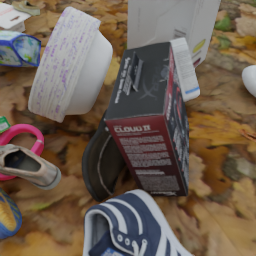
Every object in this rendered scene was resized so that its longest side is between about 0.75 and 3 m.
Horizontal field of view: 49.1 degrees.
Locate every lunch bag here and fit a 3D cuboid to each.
[{"bbox_3d":[-3.584,-2.357,8.229,1.428,1.680,1.070,7,93,8],"label":"lunch bag"}]

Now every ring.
[{"bbox_3d":[3.069,0.238,6.691,0.885,0.085,0.885,22,16,-7],"label":"ring"}]

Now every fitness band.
[{"bbox_3d":[-2.643,0.544,6.563,1.077,0.281,1.499,17,56,13],"label":"fitness band"}]

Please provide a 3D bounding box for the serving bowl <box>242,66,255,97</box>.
[{"bbox_3d":[3.719,-1.336,7.879,1.040,0.342,1.040,12,63,-24],"label":"serving bowl"}]

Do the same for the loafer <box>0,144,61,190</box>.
[{"bbox_3d":[-2.271,0.681,5.807,1.953,0.614,0.702,15,63,26],"label":"loafer"}]

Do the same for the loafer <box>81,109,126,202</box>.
[{"bbox_3d":[-0.279,0.404,6.159,0.904,0.925,2.535,-9,44,23],"label":"loafer"}]

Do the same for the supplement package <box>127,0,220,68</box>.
[{"bbox_3d":[1.284,-3.259,8.292,2.170,2.787,1.545,32,56,24],"label":"supplement package"}]

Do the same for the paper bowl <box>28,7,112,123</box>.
[{"bbox_3d":[-1.292,-1.400,6.833,1.374,2.641,2.641,21,48,-12],"label":"paper bowl"}]

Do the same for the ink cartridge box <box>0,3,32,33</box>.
[{"bbox_3d":[-4.795,-3.761,9.905,2.556,0.863,1.489,20,47,12],"label":"ink cartridge box"}]

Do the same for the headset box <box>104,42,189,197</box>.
[{"bbox_3d":[0.524,-0.187,5.547,1.016,2.709,2.013,-5,47,18],"label":"headset box"}]

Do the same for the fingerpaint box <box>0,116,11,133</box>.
[{"bbox_3d":[-3.344,0.054,6.676,0.910,0.334,0.759,-32,16,-26],"label":"fingerpaint box"}]

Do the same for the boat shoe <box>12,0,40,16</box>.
[{"bbox_3d":[-3.544,-4.242,9.749,1.066,0.354,0.394,21,39,4],"label":"boat shoe"}]

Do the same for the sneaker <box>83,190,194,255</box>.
[{"bbox_3d":[0.341,2.165,4.180,1.479,0.955,2.726,5,37,-51],"label":"sneaker"}]

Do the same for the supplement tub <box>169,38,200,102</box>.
[{"bbox_3d":[1.203,-1.442,7.271,1.001,1.518,1.001,-16,10,3],"label":"supplement tub"}]

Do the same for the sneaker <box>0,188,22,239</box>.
[{"bbox_3d":[-3.179,1.436,5.500,2.717,1.023,1.197,30,64,33],"label":"sneaker"}]
